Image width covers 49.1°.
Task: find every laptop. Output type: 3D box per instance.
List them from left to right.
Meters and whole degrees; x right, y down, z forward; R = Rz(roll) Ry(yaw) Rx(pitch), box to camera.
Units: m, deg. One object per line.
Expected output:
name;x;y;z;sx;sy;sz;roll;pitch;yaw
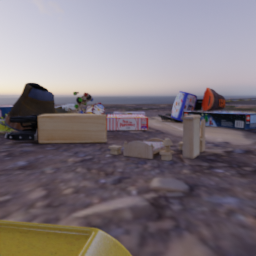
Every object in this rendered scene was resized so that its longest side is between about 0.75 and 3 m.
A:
laptop;3.425;-1.257;17.219;1.781;1.038;2.010;-1;6;-10

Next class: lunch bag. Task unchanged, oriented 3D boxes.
lunch bag;2.545;-0.972;12.813;0.965;1.325;1.558;17;7;10

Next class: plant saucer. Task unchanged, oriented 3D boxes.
plant saucer;-0.699;0.810;1.378;1.317;0.319;1.317;1;7;9

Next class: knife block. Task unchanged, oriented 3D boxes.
knife block;-1.843;0.020;6.939;2.146;0.687;1.884;5;9;43

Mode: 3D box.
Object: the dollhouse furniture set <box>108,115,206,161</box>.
dollhouse furniture set;0.630;0.115;5.671;1.588;0.775;1.354;3;7;29

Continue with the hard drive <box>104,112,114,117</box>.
hard drive;-1.202;-0.736;15.798;1.406;0.297;0.948;-3;7;-26

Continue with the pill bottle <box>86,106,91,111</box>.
pill bottle;-2.266;-1.189;18.838;0.959;0.558;0.558;4;7;26

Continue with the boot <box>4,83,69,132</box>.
boot;-2.586;-0.700;9.142;1.059;1.374;2.836;32;17;14

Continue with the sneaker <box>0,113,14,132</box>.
sneaker;-3.840;-0.103;8.799;0.558;0.565;1.479;-16;17;33

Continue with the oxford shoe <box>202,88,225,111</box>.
oxford shoe;3.674;-1.173;11.809;0.960;0.942;2.647;11;13;11

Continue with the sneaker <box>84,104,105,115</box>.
sneaker;-1.233;-0.521;10.325;0.709;0.852;1.892;37;-4;-16

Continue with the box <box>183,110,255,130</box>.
box;3.964;-0.376;11.250;2.007;0.554;2.939;-4;8;-35

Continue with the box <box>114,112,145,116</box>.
box;0.055;-0.687;15.147;1.690;0.350;0.327;0;7;-6

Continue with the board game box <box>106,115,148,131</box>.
board game box;-0.082;-0.214;10.249;1.432;0.438;1.891;0;6;-4

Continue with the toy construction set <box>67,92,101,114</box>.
toy construction set;-2.482;-1.130;15.149;1.320;1.432;1.717;-9;-3;38

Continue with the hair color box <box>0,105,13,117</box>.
hair color box;-5.118;-0.549;11.746;1.314;0.795;2.628;2;7;20

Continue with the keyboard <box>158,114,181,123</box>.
keyboard;1.846;-0.377;13.037;0.731;0.278;1.405;12;5;-28

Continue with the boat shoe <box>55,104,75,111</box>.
boat shoe;-4.057;-1.143;17.633;1.959;0.724;0.835;-5;7;-21
